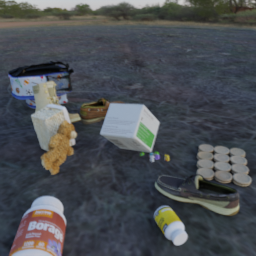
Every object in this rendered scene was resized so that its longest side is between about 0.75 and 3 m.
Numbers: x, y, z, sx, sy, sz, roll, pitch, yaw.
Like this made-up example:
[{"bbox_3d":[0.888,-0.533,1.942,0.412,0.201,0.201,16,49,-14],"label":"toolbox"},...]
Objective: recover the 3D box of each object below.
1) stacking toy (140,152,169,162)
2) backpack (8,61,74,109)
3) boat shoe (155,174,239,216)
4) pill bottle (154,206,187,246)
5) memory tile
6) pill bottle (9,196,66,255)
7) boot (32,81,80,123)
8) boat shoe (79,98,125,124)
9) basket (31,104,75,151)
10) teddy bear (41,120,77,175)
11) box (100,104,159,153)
[{"bbox_3d":[0.828,0.917,8.916,0.617,0.192,0.819,1,6,-29],"label":"stacking toy"},{"bbox_3d":[-4.125,-2.058,13.072,2.602,2.104,2.732,-7,16,-29],"label":"backpack"},{"bbox_3d":[1.748,1.525,7.204,2.178,0.706,0.797,12,28,23],"label":"boat shoe"},{"bbox_3d":[0.942,2.155,6.183,0.465,0.465,0.830,-10,27,-19],"label":"pill bottle"},{"bbox_3d":[2.908,1.107,8.704,1.532,0.168,1.999,6,27,14],"label":"memory tile"},{"bbox_3d":[-1.752,2.171,5.604,0.926,0.926,1.651,-2,26,-5],"label":"pill bottle"},{"bbox_3d":[-2.820,-0.945,10.753,2.188,1.701,0.796,1,7,34],"label":"boot"},{"bbox_3d":[-0.992,-0.851,12.016,2.347,0.798,0.844,-23,34,-39],"label":"boat shoe"},{"bbox_3d":[-2.528,0.043,9.405,0.965,1.423,0.878,14,34,38],"label":"basket"},{"bbox_3d":[-1.966,0.580,8.225,0.547,1.187,1.637,7,45,26],"label":"teddy bear"},{"bbox_3d":[0.085,0.005,9.008,1.316,1.309,1.127,5,68,33],"label":"box"}]
